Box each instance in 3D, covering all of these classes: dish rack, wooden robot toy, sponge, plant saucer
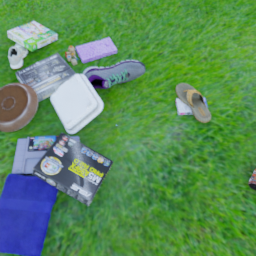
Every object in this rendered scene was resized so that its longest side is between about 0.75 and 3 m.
[{"bbox_3d":[-2.290,-1.105,11.733,1.965,0.498,2.289,-39,61,9],"label":"dish rack"},{"bbox_3d":[-2.839,-3.736,13.815,0.587,0.604,1.332,-9,58,-6],"label":"wooden robot toy"},{"bbox_3d":[-1.605,-3.922,14.125,1.846,0.275,1.030,-20,60,-13],"label":"sponge"},{"bbox_3d":[-4.979,-0.961,11.856,2.309,0.398,2.309,-3,69,8],"label":"plant saucer"}]

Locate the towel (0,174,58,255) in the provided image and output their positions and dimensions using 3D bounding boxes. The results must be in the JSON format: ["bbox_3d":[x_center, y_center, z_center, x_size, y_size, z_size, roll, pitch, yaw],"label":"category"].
[{"bbox_3d":[-3.553,2.930,9.609,1.982,0.665,2.684,3,56,7],"label":"towel"}]

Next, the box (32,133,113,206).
[{"bbox_3d":[-1.935,1.442,10.113,2.294,0.508,1.838,29,50,2],"label":"box"}]

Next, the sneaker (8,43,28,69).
[{"bbox_3d":[-5.411,-3.751,13.681,0.676,0.822,1.786,-4,54,-1],"label":"sneaker"}]

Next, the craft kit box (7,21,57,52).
[{"bbox_3d":[-4.891,-4.732,14.368,1.767,0.429,1.745,31,52,18],"label":"craft kit box"}]

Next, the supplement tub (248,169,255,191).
[{"bbox_3d":[4.842,1.835,10.346,0.498,0.498,0.932,31,62,18],"label":"supplement tub"}]

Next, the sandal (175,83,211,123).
[{"bbox_3d":[2.828,-1.176,11.906,0.868,0.584,2.162,-21,61,-13],"label":"sandal"}]

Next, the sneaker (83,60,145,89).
[{"bbox_3d":[-0.606,-2.164,12.472,2.881,1.072,1.261,-10,43,5],"label":"sneaker"}]

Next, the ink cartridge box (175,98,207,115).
[{"bbox_3d":[2.777,-0.950,12.251,1.286,0.270,0.767,-4,58,0],"label":"ink cartridge box"}]

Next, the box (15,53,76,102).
[{"bbox_3d":[-3.754,-2.346,12.960,2.256,0.545,1.786,-33,63,-19],"label":"box"}]

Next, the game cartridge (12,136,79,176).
[{"bbox_3d":[-3.149,1.059,10.899,2.443,0.469,1.584,-3,62,-2],"label":"game cartridge"}]
